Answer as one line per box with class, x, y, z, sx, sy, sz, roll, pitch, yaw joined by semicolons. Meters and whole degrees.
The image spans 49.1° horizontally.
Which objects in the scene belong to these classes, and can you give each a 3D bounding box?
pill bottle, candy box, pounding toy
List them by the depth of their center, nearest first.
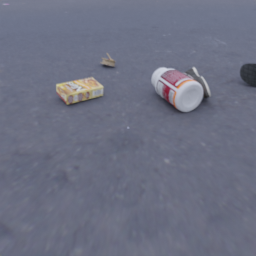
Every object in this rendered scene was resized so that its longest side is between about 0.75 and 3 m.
pill bottle;1.678;-1.460;10.083;1.112;1.112;1.969;-14;35;-21
candy box;-1.799;-1.403;10.462;1.520;0.420;0.877;-18;42;-31
pounding toy;-0.887;-3.244;13.366;0.542;0.544;0.948;3;16;-40

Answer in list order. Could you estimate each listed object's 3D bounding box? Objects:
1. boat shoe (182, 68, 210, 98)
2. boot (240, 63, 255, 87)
boat shoe;2.553;-1.654;10.799;0.690;0.810;2.422;-23;26;10
boot;6.005;-2.354;11.873;2.739;0.956;1.803;12;29;6
